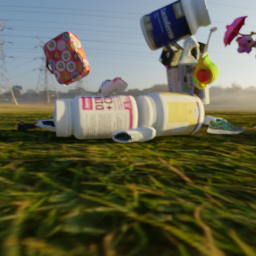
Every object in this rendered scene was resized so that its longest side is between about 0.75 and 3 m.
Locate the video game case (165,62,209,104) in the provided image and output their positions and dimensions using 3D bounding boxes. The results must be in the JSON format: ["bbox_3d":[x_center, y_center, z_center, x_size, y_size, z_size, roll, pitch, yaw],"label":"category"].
[{"bbox_3d":[2.438,-1.907,11.831,0.207,1.648,2.301,-17,17,-28],"label":"video game case"}]

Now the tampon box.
[{"bbox_3d":[1.697,-2.875,11.100,0.549,0.869,0.651,-16,52,-30],"label":"tampon box"}]

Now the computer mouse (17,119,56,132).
[{"bbox_3d":[-3.757,-0.083,13.073,2.580,0.566,1.415,-4,-2,27],"label":"computer mouse"}]

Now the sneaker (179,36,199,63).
[{"bbox_3d":[2.789,-3.043,12.617,0.743,1.983,0.859,-14,43,-10],"label":"sneaker"}]

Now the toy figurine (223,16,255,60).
[{"bbox_3d":[4.245,-2.851,9.125,2.174,2.362,1.773,0,-30,7],"label":"toy figurine"}]

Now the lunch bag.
[{"bbox_3d":[-2.276,-2.395,9.986,1.474,1.673,0.685,-22,0,21],"label":"lunch bag"}]

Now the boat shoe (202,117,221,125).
[{"bbox_3d":[5.200,-0.433,16.978,1.457,0.536,0.476,-1,1,4],"label":"boat shoe"}]

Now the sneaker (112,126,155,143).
[{"bbox_3d":[0.168,0.285,9.234,1.454,0.531,0.515,-8,13,8],"label":"sneaker"}]

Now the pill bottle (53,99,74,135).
[{"bbox_3d":[-1.841,-0.520,12.346,1.487,1.487,2.678,3,5,31],"label":"pill bottle"}]

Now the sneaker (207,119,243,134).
[{"bbox_3d":[4.131,-0.070,11.918,1.463,0.667,0.567,2,5,13],"label":"sneaker"}]

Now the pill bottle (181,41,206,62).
[{"bbox_3d":[3.259,-3.051,14.870,1.597,2.856,1.597,12,8,-2],"label":"pill bottle"}]

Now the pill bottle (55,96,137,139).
[{"bbox_3d":[-1.194,-0.383,10.223,2.792,1.583,1.583,-2,5,-13],"label":"pill bottle"}]

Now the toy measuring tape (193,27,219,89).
[{"bbox_3d":[2.917,-2.292,9.854,0.867,2.358,0.867,4,44,-4],"label":"toy measuring tape"}]

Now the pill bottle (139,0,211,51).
[{"bbox_3d":[1.390,-3.101,8.230,1.902,1.101,1.101,-18,-1,20],"label":"pill bottle"}]

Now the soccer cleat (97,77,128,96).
[{"bbox_3d":[-0.703,-1.655,12.085,0.709,0.877,2.031,40,-13,-24],"label":"soccer cleat"}]

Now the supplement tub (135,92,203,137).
[{"bbox_3d":[1.551,-0.541,11.115,2.390,1.737,1.737,-2,5,-24],"label":"supplement tub"}]
